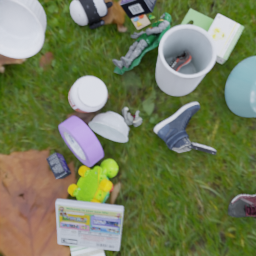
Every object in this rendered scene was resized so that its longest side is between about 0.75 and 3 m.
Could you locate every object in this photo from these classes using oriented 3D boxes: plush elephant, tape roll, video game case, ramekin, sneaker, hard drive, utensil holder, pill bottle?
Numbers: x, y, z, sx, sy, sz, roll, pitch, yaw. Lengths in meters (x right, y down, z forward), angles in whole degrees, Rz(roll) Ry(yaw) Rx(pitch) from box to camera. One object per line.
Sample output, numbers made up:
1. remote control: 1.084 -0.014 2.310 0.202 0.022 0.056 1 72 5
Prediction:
1. plush elephant: 0.182 -0.345 10.287 0.703 0.748 0.908 -8 82 -8
2. tape roll: -1.611 0.476 9.539 0.574 1.748 1.748 -38 81 -22
3. video game case: -1.252 3.157 9.029 2.094 0.231 1.906 6 119 1
4. ramekin: -3.209 -2.973 7.871 1.833 1.833 0.893 2 50 0
5. sneaker: 2.071 0.037 9.991 1.905 0.724 1.377 -36 61 -3
6. sneaker: 4.222 2.599 9.029 1.900 1.098 0.719 -5 100 -29
7. hard drive: 2.699 0.738 10.106 0.850 0.594 0.161 15 97 4
8. utensil holder: 1.885 -2.225 9.887 1.836 2.160 1.836 0 78 0
9. sneaker: 1.733 -2.415 10.447 1.277 0.523 0.492 -41 53 5
10. pill bottle: -1.338 -1.083 9.308 1.147 2.045 1.147 -1 92 -17

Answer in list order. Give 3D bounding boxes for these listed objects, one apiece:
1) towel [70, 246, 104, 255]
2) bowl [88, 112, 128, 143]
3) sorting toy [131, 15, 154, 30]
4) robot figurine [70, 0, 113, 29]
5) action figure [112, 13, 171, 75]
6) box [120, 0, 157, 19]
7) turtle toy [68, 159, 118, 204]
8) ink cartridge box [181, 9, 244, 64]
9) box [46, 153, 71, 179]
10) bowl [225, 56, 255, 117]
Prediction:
1. towel: -1.429 4.071 9.667 1.139 0.234 1.527 -12 81 0
2. bowl: -0.592 -0.111 9.878 1.490 1.490 0.670 21 71 4
3. sorting toy: 0.613 -4.450 11.408 0.885 0.130 0.654 -30 80 -5
4. robot figurine: -1.466 -4.724 11.020 1.661 1.037 1.248 -28 77 -5
5. action figure: 0.683 -3.330 10.570 2.995 1.769 0.819 -49 118 -19
6. box: 0.432 -4.359 9.228 0.935 0.659 1.264 -2 60 37
7. turtle toy: -1.048 1.928 9.628 1.410 0.978 1.935 26 82 33
8. ink cartridge box: 3.154 -3.748 11.085 2.244 0.538 1.633 30 80 4
9. box: -2.434 1.357 9.854 0.430 0.609 0.823 -31 78 0
10. bowl: 4.680 -1.275 9.702 2.256 1.180 2.256 -5 111 -13
